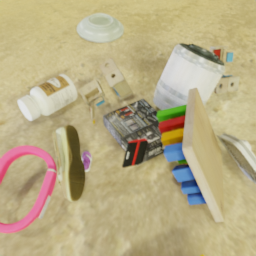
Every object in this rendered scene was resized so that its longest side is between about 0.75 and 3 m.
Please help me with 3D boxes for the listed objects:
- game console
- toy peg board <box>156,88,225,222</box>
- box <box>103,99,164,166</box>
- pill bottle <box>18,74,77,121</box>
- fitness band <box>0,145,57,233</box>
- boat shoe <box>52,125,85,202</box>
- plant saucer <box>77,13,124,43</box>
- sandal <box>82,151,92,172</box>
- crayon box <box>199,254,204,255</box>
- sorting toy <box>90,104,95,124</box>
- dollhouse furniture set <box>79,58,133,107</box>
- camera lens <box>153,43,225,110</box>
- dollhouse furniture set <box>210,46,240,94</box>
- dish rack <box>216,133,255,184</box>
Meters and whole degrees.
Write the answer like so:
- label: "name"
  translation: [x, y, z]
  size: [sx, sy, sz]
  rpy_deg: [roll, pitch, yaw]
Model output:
- label: "game console"
  translation: [0.215, 0.785, 8.727]
  size: [0.829, 0.937, 0.145]
  rpy_deg: [-6, 30, -37]
- label: "toy peg board"
  translation: [1.728, 0.806, 8.151]
  size: [1.357, 2.775, 2.763]
  rpy_deg: [-14, 32, 26]
- label: "box"
  translation: [0.456, 0.061, 10.338]
  size: [1.886, 0.595, 2.391]
  rpy_deg: [-25, 50, -22]
- label: "pill bottle"
  translation: [-3.192, -1.183, 11.134]
  size: [2.101, 1.201, 1.201]
  rpy_deg: [-36, 55, -30]
- label: "fitness band"
  translation: [-2.901, 1.585, 7.497]
  size: [1.700, 0.443, 2.367]
  rpy_deg: [13, 64, 7]
- label: "boat shoe"
  translation: [-1.948, 1.128, 8.846]
  size: [0.752, 0.872, 2.391]
  rpy_deg: [-16, 77, 25]
- label: "plant saucer"
  translation: [-1.573, -5.865, 15.940]
  size: [2.712, 0.681, 2.712]
  rpy_deg: [3, 49, -3]
- label: "sandal"
  translation: [-1.414, 1.103, 9.593]
  size: [0.356, 0.215, 0.875]
  rpy_deg: [-5, 46, -5]
- label: "crayon box"
  translation: [1.086, 4.138, 6.342]
  size: [2.379, 0.614, 1.496]
  rpy_deg: [-18, 49, -16]
- label: "sorting toy"
  translation: [-1.366, -0.491, 10.703]
  size: [0.101, 0.753, 0.561]
  rpy_deg: [0, 19, 4]
- label: "dollhouse furniture set"
  translation: [-0.982, -1.722, 11.618]
  size: [1.785, 1.258, 1.251]
  rpy_deg: [-30, 64, 6]
- label: "camera lens"
  translation: [2.220, -1.740, 10.414]
  size: [1.967, 2.459, 1.967]
  rpy_deg: [20, 25, -10]
- label: "dollhouse furniture set"
  translation: [3.785, -2.445, 11.641]
  size: [1.204, 1.718, 1.211]
  rpy_deg: [-11, 24, -23]
- label: "dish rack"
  translation: [3.547, 0.931, 8.405]
  size: [0.414, 1.902, 1.632]
  rpy_deg: [-39, 8, 4]
